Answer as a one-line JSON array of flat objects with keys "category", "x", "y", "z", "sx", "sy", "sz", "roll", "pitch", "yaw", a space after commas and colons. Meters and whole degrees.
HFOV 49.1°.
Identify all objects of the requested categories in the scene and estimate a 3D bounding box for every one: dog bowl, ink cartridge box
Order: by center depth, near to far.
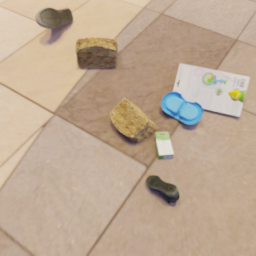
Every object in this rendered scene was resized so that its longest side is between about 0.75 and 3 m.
[{"category": "ink cartridge box", "x": 1.285, "y": 0.634, "z": 10.220, "sx": 0.521, "sy": 0.298, "sz": 1.003, "roll": -3, "pitch": 54, "yaw": -6}, {"category": "dog bowl", "x": 2.109, "y": -0.724, "z": 10.981, "sx": 1.706, "sy": 0.423, "sz": 0.951, "roll": 32, "pitch": 84, "yaw": 22}]

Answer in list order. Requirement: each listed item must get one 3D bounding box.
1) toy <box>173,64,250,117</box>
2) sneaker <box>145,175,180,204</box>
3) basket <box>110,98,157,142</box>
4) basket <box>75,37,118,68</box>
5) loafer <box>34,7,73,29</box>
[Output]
[{"category": "toy", "x": 3.294, "y": -1.529, "z": 11.413, "sx": 2.773, "sy": 0.655, "sz": 1.597, "roll": 14, "pitch": 94, "yaw": 15}, {"category": "sneaker", "x": 1.132, "y": 2.028, "z": 9.091, "sx": 1.336, "sy": 0.765, "sz": 0.511, "roll": 17, "pitch": 51, "yaw": 45}, {"category": "basket", "x": 0.172, "y": -0.187, "z": 10.723, "sx": 1.093, "sy": 1.141, "sz": 1.532, "roll": -48, "pitch": 62, "yaw": 7}, {"category": "basket", "x": -1.415, "y": -3.646, "z": 12.743, "sx": 1.865, "sy": 1.331, "sz": 1.390, "roll": 0, "pitch": 54, "yaw": 0}, {"category": "loafer", "x": -3.799, "y": -5.453, "z": 14.062, "sx": 0.915, "sy": 1.014, "sz": 2.679, "roll": -6, "pitch": 18, "yaw": 27}]
